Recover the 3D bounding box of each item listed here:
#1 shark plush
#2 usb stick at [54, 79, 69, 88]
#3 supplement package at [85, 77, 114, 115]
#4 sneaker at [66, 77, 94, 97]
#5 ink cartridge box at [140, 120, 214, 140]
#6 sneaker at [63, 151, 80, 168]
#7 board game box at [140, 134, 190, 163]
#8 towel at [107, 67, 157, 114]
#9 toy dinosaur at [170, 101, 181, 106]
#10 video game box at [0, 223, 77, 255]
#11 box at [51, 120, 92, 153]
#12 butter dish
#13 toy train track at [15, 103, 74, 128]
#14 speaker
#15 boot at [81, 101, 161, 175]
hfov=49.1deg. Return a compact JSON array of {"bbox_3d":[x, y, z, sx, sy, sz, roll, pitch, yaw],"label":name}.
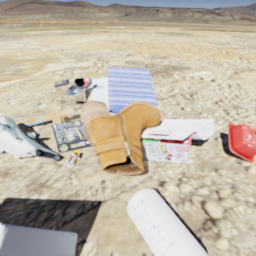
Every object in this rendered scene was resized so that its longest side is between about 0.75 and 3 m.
[{"bbox_3d":[-3.365,0.306,9.112,2.755,1.252,1.148,13,28,21],"label":"shark plush"},{"bbox_3d":[-2.632,-1.751,11.055,0.865,0.240,0.141,-4,-12,40],"label":"usb stick"},{"bbox_3d":[-0.505,-1.159,11.821,1.984,1.413,2.548,-14,28,-22],"label":"supplement package"},{"bbox_3d":[-2.030,-1.671,11.038,1.394,0.522,0.589,-23,-21,30],"label":"sneaker"},{"bbox_3d":[1.366,0.210,8.511,1.798,0.531,2.247,2,16,36],"label":"ink cartridge box"},{"bbox_3d":[-1.769,0.981,8.724,0.306,0.323,0.787,8,28,17],"label":"sneaker"},{"bbox_3d":[1.110,0.643,8.538,1.452,1.111,0.293,5,55,8],"label":"board game box"},{"bbox_3d":[0.088,-1.232,9.265,1.553,0.256,2.145,2,50,-9],"label":"towel"},{"bbox_3d":[2.273,-1.113,13.268,0.413,0.238,0.816,-4,14,29],"label":"toy dinosaur"},{"bbox_3d":[-2.458,1.820,4.391,2.564,2.815,0.659,2,68,10],"label":"video game box"},{"bbox_3d":[-1.995,0.237,10.091,1.324,0.403,1.643,-13,28,-17],"label":"box"},{"bbox_3d":[3.751,0.339,8.686,1.145,0.848,1.148,28,51,-21],"label":"butter dish"},{"bbox_3d":[-3.433,-0.242,11.164,2.589,0.421,1.485,-15,47,-15],"label":"toy train track"},{"bbox_3d":[0.747,2.159,5.685,0.843,0.843,2.075,-11,27,-22],"label":"speaker"},{"bbox_3d":[0.118,0.238,7.549,2.654,1.018,2.061,8,45,-37],"label":"boot"}]
